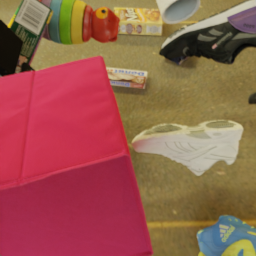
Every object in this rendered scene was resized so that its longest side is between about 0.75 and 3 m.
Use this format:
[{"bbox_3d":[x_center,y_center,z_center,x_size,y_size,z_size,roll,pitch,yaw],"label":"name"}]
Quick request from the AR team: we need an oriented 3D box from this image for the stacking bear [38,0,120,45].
[{"bbox_3d":[-1.627,-3.340,8.794,2.718,1.546,1.650,8,61,-2],"label":"stacking bear"}]

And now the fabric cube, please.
[{"bbox_3d":[-1.264,0.734,4.873,2.667,2.617,2.659,-14,41,-3],"label":"fabric cube"}]

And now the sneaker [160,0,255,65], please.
[{"bbox_3d":[2.197,-2.171,7.375,2.864,1.254,1.085,-15,-2,35],"label":"sneaker"}]

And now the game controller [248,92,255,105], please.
[{"bbox_3d":[4.099,-1.072,6.996,2.122,1.107,0.447,-23,84,0],"label":"game controller"}]

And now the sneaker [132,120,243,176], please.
[{"bbox_3d":[1.327,0.541,6.375,2.477,1.231,0.965,-3,15,9],"label":"sneaker"}]

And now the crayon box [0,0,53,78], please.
[{"bbox_3d":[-3.118,-1.726,7.269,0.777,2.299,2.665,27,70,-30],"label":"crayon box"}]

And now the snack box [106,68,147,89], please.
[{"bbox_3d":[-0.386,-1.974,10.900,2.175,0.264,0.782,7,49,6],"label":"snack box"}]

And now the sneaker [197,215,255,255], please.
[{"bbox_3d":[2.870,2.557,6.359,2.782,1.054,1.461,-8,48,-6],"label":"sneaker"}]

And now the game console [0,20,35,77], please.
[{"bbox_3d":[-2.178,-1.260,5.934,0.230,1.907,1.125,-19,51,20],"label":"game console"}]

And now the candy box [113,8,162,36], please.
[{"bbox_3d":[0.442,-5.108,13.412,2.383,0.659,1.376,4,50,3],"label":"candy box"}]

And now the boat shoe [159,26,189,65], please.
[{"bbox_3d":[2.323,-3.504,12.016,1.077,0.867,2.323,37,57,10],"label":"boat shoe"}]

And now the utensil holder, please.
[{"bbox_3d":[1.414,-4.229,8.727,1.224,1.224,1.440,-13,75,-11],"label":"utensil holder"}]
